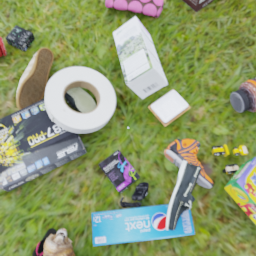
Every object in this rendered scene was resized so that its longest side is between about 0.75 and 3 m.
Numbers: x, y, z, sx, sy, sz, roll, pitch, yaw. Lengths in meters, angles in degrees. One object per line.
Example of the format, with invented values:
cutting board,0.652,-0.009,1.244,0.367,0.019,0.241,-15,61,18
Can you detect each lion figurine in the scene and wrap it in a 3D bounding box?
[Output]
lion figurine,-1.110,3.843,7.179,2.748,1.683,0.996,40,87,-2

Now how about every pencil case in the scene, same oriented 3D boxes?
pencil case,0.272,-4.847,10.716,2.191,1.026,0.994,15,102,3

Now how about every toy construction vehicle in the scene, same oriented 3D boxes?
toy construction vehicle,3.204,0.987,8.713,1.082,0.381,0.942,-7,62,-6

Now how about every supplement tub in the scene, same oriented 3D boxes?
supplement tub,4.395,-1.182,9.155,2.000,1.070,1.070,-21,70,-9

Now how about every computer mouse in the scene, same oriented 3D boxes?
computer mouse,0.193,2.019,8.231,0.751,0.246,1.069,-9,25,24

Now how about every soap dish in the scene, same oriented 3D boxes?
soap dish,1.351,-0.636,9.277,1.122,0.456,0.883,-35,71,-13

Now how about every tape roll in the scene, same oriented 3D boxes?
tape roll,-1.489,-0.888,8.788,2.222,0.406,2.222,6,68,-15

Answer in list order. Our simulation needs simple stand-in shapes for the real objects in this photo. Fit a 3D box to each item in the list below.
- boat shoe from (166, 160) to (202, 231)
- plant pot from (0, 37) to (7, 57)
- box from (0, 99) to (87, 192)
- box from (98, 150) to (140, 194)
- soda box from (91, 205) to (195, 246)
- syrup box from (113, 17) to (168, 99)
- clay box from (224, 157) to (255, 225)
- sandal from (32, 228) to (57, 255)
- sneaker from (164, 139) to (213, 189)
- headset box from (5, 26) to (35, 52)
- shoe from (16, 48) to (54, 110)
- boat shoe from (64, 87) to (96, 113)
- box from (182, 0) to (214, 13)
boat shoe,1.451,1.748,7.253,0.590,0.739,1.955,15,63,15
plant pot,-4.779,-2.848,9.998,0.718,0.788,0.788,-16,69,-19
box,-2.962,0.410,8.767,2.668,0.655,2.151,-26,74,-10
box,-0.281,1.329,8.623,0.797,0.201,1.115,-37,75,-13
soda box,0.379,2.668,7.735,2.669,0.905,0.856,-5,69,-2
syrup box,0.348,-2.336,9.216,1.003,1.037,2.547,-29,53,22
clay box,3.933,2.157,7.730,2.439,0.581,1.402,49,50,9
sandal,-2.378,3.320,7.843,0.391,0.235,1.042,24,70,8
sneaker,2.043,0.964,8.535,1.767,0.685,0.990,42,74,13
headset box,-4.015,-3.317,10.369,0.798,0.370,0.695,25,69,6
shoe,-3.215,-1.625,9.639,0.835,0.637,2.388,30,68,-34
boat shoe,-1.699,-0.916,9.314,1.723,0.571,0.644,43,59,0
box,2.779,-5.665,10.648,1.328,1.601,1.315,-38,74,-13
